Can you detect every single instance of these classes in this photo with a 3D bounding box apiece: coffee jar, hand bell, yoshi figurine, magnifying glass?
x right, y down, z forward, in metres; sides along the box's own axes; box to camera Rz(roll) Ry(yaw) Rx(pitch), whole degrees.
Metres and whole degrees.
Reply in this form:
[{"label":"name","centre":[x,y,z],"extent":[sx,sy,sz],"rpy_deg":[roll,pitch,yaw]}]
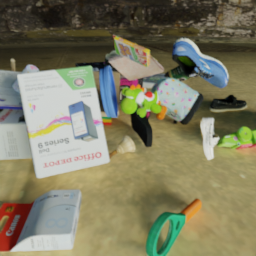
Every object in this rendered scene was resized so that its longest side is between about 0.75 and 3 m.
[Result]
[{"label":"coffee jar","centre":[2.185,-2.223,11.271],"extent":[1.398,0.596,0.729],"rpy_deg":[-27,-23,30]},{"label":"hand bell","centre":[-0.365,0.692,7.845],"extent":[1.061,0.553,0.553],"rpy_deg":[-32,36,-30]},{"label":"yoshi figurine","centre":[0.367,-0.676,8.611],"extent":[1.648,0.923,0.926],"rpy_deg":[20,-27,-39]},{"label":"magnifying glass","centre":[0.890,1.725,5.107],"extent":[0.214,0.761,1.911],"rpy_deg":[13,16,36]}]

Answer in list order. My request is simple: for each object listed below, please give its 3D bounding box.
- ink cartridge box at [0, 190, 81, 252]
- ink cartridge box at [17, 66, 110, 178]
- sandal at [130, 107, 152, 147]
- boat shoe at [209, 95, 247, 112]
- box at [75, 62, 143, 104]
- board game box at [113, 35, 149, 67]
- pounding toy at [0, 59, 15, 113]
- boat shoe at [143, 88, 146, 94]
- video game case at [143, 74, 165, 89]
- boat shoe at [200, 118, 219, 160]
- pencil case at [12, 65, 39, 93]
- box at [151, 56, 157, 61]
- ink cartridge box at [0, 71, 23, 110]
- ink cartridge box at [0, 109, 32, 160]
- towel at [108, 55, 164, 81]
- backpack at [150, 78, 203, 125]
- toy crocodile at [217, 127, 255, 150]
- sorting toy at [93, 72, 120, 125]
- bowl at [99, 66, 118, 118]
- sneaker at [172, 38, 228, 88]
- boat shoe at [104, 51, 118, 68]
[{"label":"ink cartridge box","centre":[-1.801,1.715,5.370],"extent":[1.662,0.393,1.330],"rpy_deg":[0,23,-3]},{"label":"ink cartridge box","centre":[-1.572,-0.143,6.842],"extent":[1.746,2.403,1.051],"rpy_deg":[-10,1,-18]},{"label":"sandal","centre":[0.526,-0.170,9.210],"extent":[0.561,0.935,2.490],"rpy_deg":[-8,30,-12]},{"label":"boat shoe","centre":[4.273,-1.096,11.821],"extent":[1.827,0.606,0.683],"rpy_deg":[-6,23,-15]},{"label":"box","centre":[-0.890,-2.028,12.750],"extent":[2.788,1.600,1.842],"rpy_deg":[-7,27,-13]},{"label":"board game box","centre":[0.069,-2.409,8.789],"extent":[1.343,0.642,0.201],"rpy_deg":[31,67,20]},{"label":"pounding toy","centre":[-4.850,-1.553,10.883],"extent":[1.122,2.155,2.453],"rpy_deg":[-7,24,-16]},{"label":"boat shoe","centre":[0.436,-2.022,14.248],"extent":[1.054,0.449,0.389],"rpy_deg":[14,27,30]},{"label":"video game case","centre":[1.450,-2.762,16.160],"extent":[2.963,0.346,2.694],"rpy_deg":[10,25,23]},{"label":"boat shoe","centre":[1.949,0.271,6.599],"extent":[0.372,1.074,0.380],"rpy_deg":[-6,22,23]},{"label":"pencil case","centre":[-2.787,-1.316,7.641],"extent":[0.404,0.890,0.370],"rpy_deg":[35,36,-26]},{"label":"box","centre":[0.569,-2.744,11.023],"extent":[1.208,0.423,0.388],"rpy_deg":[30,-26,-28]},{"label":"ink cartridge box","centre":[-3.858,-1.007,8.087],"extent":[2.586,0.570,2.634],"rpy_deg":[2,31,-20]},{"label":"ink cartridge box","centre":[-2.439,0.002,8.502],"extent":[2.728,1.130,1.988],"rpy_deg":[-2,23,-5]},{"label":"towel","centre":[0.305,-2.409,10.750],"extent":[1.637,0.264,1.564],"rpy_deg":[-7,-26,35]},{"label":"backpack","centre":[1.640,-1.064,9.805],"extent":[1.737,1.450,1.100],"rpy_deg":[32,-4,-9]},{"label":"toy crocodile","centre":[3.729,0.331,8.443],"extent":[2.166,0.669,0.731],"rpy_deg":[-8,-16,-15]},{"label":"sorting toy","centre":[-1.552,-1.126,10.636],"extent":[2.429,0.845,2.415],"rpy_deg":[2,45,-2]},{"label":"bowl","centre":[-0.620,-1.120,8.899],"extent":[0.323,1.643,1.643],"rpy_deg":[-8,22,4]},{"label":"sneaker","centre":[2.243,-1.861,8.972],"extent":[2.166,0.851,0.966],"rpy_deg":[31,59,-10]},{"label":"boat shoe","centre":[-0.583,-2.938,12.055],"extent":[0.627,0.500,1.659],"rpy_deg":[29,30,14]}]
